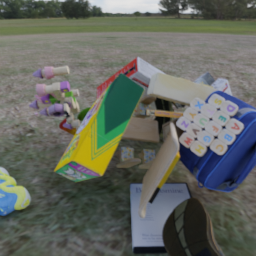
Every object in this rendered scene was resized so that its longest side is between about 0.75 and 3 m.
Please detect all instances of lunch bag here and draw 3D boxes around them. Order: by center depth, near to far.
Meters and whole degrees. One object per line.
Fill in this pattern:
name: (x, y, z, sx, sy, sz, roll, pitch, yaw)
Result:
lunch bag: (2.590, 0.538, 7.494, 1.740, 2.561, 1.694, 17, 21, -39)

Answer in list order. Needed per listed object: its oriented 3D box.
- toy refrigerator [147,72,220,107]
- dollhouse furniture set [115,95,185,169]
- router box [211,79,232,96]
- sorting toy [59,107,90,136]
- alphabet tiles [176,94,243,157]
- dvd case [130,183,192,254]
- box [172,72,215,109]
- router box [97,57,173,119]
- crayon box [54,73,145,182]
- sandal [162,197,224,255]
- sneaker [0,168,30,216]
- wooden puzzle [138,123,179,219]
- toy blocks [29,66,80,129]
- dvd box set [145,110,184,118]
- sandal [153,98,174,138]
toy refrigerator: (1.738, -1.131, 8.770, 2.103, 0.736, 0.798, 15, 2, -8)
dollhouse furniture set: (0.950, 0.031, 8.904, 2.487, 2.284, 1.618, 8, -23, -29)
router box: (3.415, -0.769, 11.077, 1.781, 1.598, 0.435, -42, 35, -17)
sorting toy: (-1.619, -0.269, 10.844, 2.028, 0.703, 0.698, -30, 68, -27)
alphabet tiles: (1.928, -0.077, 6.814, 1.468, 1.500, 0.110, 40, 7, 36)
dvd case: (0.944, 2.231, 7.353, 1.735, 0.213, 2.432, -1, 25, -1)
box: (2.277, -1.305, 10.154, 1.400, 0.427, 1.768, -41, 0, 4)
router box: (0.522, -1.441, 11.487, 2.759, 0.674, 2.476, 22, -35, -38)
crayon box: (-0.909, 0.168, 7.672, 0.833, 2.858, 2.466, 32, 67, -12)
sandal: (1.513, 2.575, 5.582, 1.180, 0.788, 2.888, -36, 26, 4)
sneaker: (-3.684, 1.744, 7.751, 2.011, 0.761, 1.056, 19, 31, 33)
wooden puzzle: (0.812, 0.990, 6.960, 0.380, 2.040, 1.887, 24, 14, 1)
toy blocks: (-2.579, -0.820, 9.299, 1.597, 1.773, 1.897, -8, 63, 1)
dvd box set: (1.021, -0.381, 7.760, 1.076, 0.158, 0.788, 6, 3, 0)
sandal: (1.487, -0.565, 10.864, 0.895, 2.254, 0.643, 20, 34, 35)
